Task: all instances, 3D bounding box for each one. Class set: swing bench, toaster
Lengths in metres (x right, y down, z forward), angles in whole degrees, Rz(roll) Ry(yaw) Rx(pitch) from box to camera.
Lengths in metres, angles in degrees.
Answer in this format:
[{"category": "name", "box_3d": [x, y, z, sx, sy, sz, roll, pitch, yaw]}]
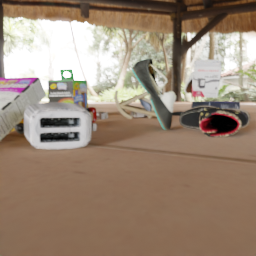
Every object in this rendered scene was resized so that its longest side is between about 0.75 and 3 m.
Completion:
[{"category": "swing bench", "box_3d": [0.536, -1.439, 16.488, 2.710, 1.758, 2.695, -5, 7, -1]}, {"category": "toaster", "box_3d": [-1.819, -0.059, 7.038, 1.954, 1.110, 1.262, 0, 8, -24]}]

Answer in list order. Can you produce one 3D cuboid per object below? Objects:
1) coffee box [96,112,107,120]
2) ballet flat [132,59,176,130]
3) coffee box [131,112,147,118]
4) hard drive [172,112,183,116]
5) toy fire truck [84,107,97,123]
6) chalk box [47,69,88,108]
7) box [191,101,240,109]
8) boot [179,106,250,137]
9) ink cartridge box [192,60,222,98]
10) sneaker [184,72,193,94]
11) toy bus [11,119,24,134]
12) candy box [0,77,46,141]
[{"category": "coffee box", "box_3d": [-1.545, -0.687, 15.428, 0.556, 0.388, 0.972, 2, 7, 14]}, {"category": "ballet flat", "box_3d": [1.108, -1.289, 10.197, 0.949, 2.774, 0.943, -29, -1, 22]}, {"category": "coffee box", "box_3d": [0.620, -0.772, 16.364, 0.844, 0.337, 0.477, 3, 7, 23]}, {"category": "hard drive", "box_3d": [3.468, -0.930, 18.243, 0.899, 0.212, 1.289, 7, 9, 44]}, {"category": "toy fire truck", "box_3d": [-1.927, -0.523, 12.447, 1.411, 1.031, 1.603, 3, 17, 25]}, {"category": "chalk box", "box_3d": [-3.418, -1.957, 16.023, 1.722, 2.759, 1.710, 2, 7, 19]}, {"category": "box", "box_3d": [4.271, -0.796, 13.772, 1.898, 0.990, 1.405, -2, 8, -24]}, {"category": "boot", "box_3d": [2.766, -0.227, 9.573, 2.491, 0.912, 1.876, 5, 10, 26]}, {"category": "ink cartridge box", "box_3d": [3.539, -2.214, 12.717, 1.151, 1.585, 0.661, 2, 40, 9]}, {"category": "sneaker", "box_3d": [3.229, -2.325, 13.990, 0.604, 1.659, 0.702, 44, -16, -19]}, {"category": "toy bus", "box_3d": [-3.437, -0.396, 9.740, 1.210, 1.162, 0.821, -4, 9, -17]}, {"category": "candy box", "box_3d": [-3.995, -0.655, 8.697, 1.732, 0.775, 2.541, 3, 37, 21]}]
